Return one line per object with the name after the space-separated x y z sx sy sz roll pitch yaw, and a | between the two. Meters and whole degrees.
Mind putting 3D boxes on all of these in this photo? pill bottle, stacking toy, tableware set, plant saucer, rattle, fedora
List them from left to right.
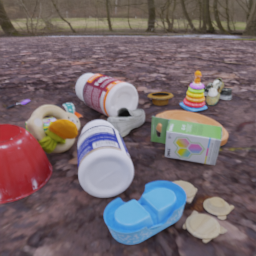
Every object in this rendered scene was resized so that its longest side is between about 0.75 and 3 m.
-1.872 -0.404 9.221 1.705 1.871 2.619 47 35 6 | rattle
-0.713 0.706 7.722 1.362 1.362 2.353 -4 24 -9 | pill bottle
-1.034 -1.469 12.319 1.611 1.611 2.822 -18 30 -35 | pill bottle
1.551 -1.388 13.536 1.250 0.510 1.250 -4 22 1 | fedora
2.275 -0.084 10.162 2.680 0.433 2.680 8 22 -3 | plant saucer
1.474 1.865 6.536 1.876 0.218 1.567 18 30 36 | tableware set
3.040 -1.686 12.590 0.983 1.791 1.039 -14 30 -29 | stacking toy

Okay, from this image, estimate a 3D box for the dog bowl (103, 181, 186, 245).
0.397 1.826 6.083 1.903 0.472 1.061 -19 30 -26 | dog bowl

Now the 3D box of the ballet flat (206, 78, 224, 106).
4.244 -1.833 13.744 0.632 0.632 1.788 14 49 28 | ballet flat

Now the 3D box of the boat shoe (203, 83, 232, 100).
4.468 -2.017 14.767 2.068 0.658 0.731 19 30 36 | boat shoe

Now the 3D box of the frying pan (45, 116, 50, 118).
-3.814 -0.612 12.240 0.650 0.175 1.075 -10 22 -20 | frying pan

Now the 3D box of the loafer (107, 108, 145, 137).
-0.028 -0.375 10.678 0.878 0.876 2.512 3 20 24 | loafer

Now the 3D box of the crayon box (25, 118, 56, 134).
-2.909 0.010 10.404 1.600 0.466 0.950 -11 26 -23 | crayon box

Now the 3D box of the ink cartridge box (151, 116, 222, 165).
1.639 0.382 8.332 2.065 1.072 0.612 10 43 13 | ink cartridge box

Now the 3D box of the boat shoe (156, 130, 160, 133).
1.261 -0.125 10.802 0.419 0.398 1.108 -6 25 -14 | boat shoe

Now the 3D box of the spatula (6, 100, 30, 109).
-5.294 -1.125 13.416 0.350 0.127 1.238 14 28 33 | spatula

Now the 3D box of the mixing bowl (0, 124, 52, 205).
-3.447 0.763 7.611 2.548 1.380 2.548 0 25 0 | mixing bowl
